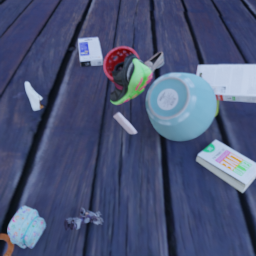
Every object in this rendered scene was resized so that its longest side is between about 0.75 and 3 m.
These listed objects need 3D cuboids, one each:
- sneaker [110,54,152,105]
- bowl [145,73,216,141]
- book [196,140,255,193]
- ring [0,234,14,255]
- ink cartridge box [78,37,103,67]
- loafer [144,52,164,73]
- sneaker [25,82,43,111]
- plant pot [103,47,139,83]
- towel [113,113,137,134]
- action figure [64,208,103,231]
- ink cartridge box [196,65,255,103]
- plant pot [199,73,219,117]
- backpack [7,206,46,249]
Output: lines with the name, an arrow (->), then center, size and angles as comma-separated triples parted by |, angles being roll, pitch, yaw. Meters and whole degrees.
sneaker -> -0.035, -1.460, 8.568 | 0.941, 2.453, 1.028 | -28, 84, -26
bowl -> 1.555, -0.838, 9.250 | 2.430, 1.271, 2.430 | -6, 76, 28
book -> 3.215, 1.151, 8.966 | 1.135, 0.408, 1.699 | -32, 51, -33
ring -> -3.339, 3.086, 7.134 | 0.807, 0.077, 0.807 | -1, 44, 1
ink cartridge box -> -1.925, -3.851, 14.077 | 1.069, 0.419, 2.257 | -7, 47, -7
loafer -> 1.016, -2.936, 12.984 | 0.678, 0.593, 1.885 | 28, 51, 26
sneaker -> -2.855, -0.999, 8.572 | 0.385, 0.909, 0.331 | -17, 20, -4
plant pot -> -0.121, -2.059, 9.885 | 1.266, 1.153, 1.266 | -2, 81, 13
towel -> -0.096, -0.121, 8.189 | 0.124, 0.735, 0.770 | -45, 97, -9
action figure -> -1.120, 2.397, 7.381 | 0.726, 0.387, 1.116 | 4, 5, 38
ink cartridge box -> 3.464, -1.566, 9.751 | 2.158, 0.543, 1.176 | 6, 75, 25
plant pot -> 2.864, -1.320, 10.659 | 1.410, 1.507, 1.410 | 0, 44, 0
backpack -> -2.574, 2.502, 7.084 | 0.737, 0.979, 0.869 | 14, 45, 15
